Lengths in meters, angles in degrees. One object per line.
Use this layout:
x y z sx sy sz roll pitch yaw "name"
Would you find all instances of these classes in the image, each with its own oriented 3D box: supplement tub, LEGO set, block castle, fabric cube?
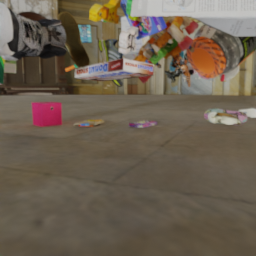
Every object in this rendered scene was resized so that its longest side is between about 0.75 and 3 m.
3.442 -3.031 9.345 2.903 1.779 1.779 -39 23 -17 "supplement tub"
-0.335 -3.029 6.764 0.994 2.605 1.069 25 45 21 "LEGO set"
1.248 -2.627 9.452 2.350 1.102 1.570 -34 22 44 "block castle"
-2.948 -0.510 10.164 0.807 0.820 0.823 -6 10 -41 "fabric cube"

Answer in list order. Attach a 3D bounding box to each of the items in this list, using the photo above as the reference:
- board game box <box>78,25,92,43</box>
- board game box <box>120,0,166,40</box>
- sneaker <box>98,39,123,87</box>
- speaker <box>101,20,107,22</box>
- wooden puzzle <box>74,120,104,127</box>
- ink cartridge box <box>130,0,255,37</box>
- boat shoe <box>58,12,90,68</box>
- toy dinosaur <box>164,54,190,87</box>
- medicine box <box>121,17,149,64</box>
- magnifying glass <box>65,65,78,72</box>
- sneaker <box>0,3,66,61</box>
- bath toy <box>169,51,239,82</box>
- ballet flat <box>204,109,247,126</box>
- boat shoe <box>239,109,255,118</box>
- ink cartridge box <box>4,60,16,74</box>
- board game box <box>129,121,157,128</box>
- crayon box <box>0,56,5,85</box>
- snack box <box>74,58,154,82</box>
-2.024 -4.331 12.959 0.586 0.776 0.182 -7 4 -19 "board game box"
0.299 -3.209 7.502 0.336 1.501 1.009 -39 22 -25 "board game box"
-0.596 -2.896 12.225 0.917 2.265 0.837 -19 -2 3 "sneaker"
-0.977 -4.775 12.060 0.365 0.365 0.825 -2 12 -11 "speaker"
-1.380 -0.147 10.033 0.947 0.164 1.404 -1 7 22 "wooden puzzle"
1.621 -2.824 5.019 2.919 2.349 0.731 3 -13 11 "ink cartridge box"
-1.997 -3.034 9.957 0.741 2.023 0.656 -21 10 -18 "boat shoe"
1.911 -2.184 10.516 0.953 1.404 0.717 -31 -29 23 "toy dinosaur"
0.353 -3.661 11.989 0.879 1.709 1.556 -5 -13 16 "medicine box"
-2.310 -2.803 12.592 1.152 0.458 0.129 -20 7 14 "magnifying glass"
-2.290 -2.261 6.652 1.652 1.096 2.903 -10 9 -18 "sneaker"
3.057 -2.465 11.378 2.732 1.010 1.188 22 -19 32 "bath toy"
3.499 -0.365 10.387 1.696 0.586 0.603 8 31 43 "ballet flat"
5.610 -0.665 12.857 0.396 0.416 1.156 -5 0 -25 "boat shoe"
-3.941 -2.052 9.003 0.636 0.210 0.874 1 -19 -23 "ink cartridge box"
0.539 -0.138 9.999 0.589 0.159 0.982 11 13 34 "board game box"
-4.153 -1.762 8.283 1.221 1.054 0.356 -3 -8 33 "crayon box"
-0.511 -1.610 8.027 0.980 0.331 2.727 2 3 -36 "snack box"
